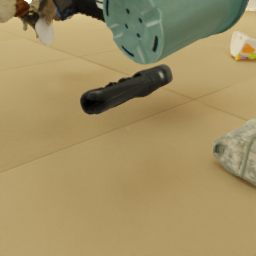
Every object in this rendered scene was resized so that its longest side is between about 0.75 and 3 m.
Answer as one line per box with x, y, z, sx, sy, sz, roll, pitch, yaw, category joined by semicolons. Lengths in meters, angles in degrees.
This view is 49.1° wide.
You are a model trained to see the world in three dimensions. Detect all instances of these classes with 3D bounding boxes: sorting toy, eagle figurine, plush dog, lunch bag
6.392;-3.971;14.092;2.008;1.192;2.231;10;27;2;sorting toy
-2.585;-4.472;9.185;2.904;2.192;2.204;-31;41;22;eagle figurine
-2.463;-2.520;5.108;1.357;1.166;1.089;-15;17;-15;plush dog
2.627;0.392;5.794;1.471;1.025;1.234;-21;36;-34;lunch bag

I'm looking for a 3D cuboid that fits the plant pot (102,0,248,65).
0.983;-2.954;6.650;2.600;2.655;2.655;-38;43;-24;plant pot

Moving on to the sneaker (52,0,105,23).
-1.168;-3.240;7.777;1.345;2.405;0.879;-47;27;2;sneaker

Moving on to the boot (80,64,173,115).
-0.124;-0.513;4.250;1.316;0.432;1.085;-30;4;-29;boot
